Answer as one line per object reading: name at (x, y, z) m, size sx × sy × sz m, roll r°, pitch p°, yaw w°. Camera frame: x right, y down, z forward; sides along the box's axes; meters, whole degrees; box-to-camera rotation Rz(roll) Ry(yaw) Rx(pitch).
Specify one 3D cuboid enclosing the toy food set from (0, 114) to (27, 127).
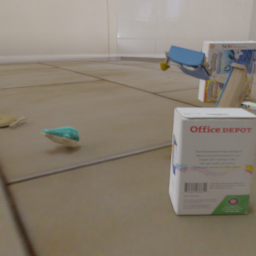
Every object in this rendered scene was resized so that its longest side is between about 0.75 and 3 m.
toy food set at (-4.536, -0.217, 10.106) m, size 1.465 × 0.294 × 1.011 m, roll 10°, pitch 27°, yaw 13°

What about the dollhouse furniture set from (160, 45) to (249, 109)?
dollhouse furniture set at (1.749, -0.956, 6.841) m, size 1.864 × 1.216 × 1.760 m, roll 24°, pitch 3°, yaw 27°

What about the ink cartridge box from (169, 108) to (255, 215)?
ink cartridge box at (1.493, 0.581, 5.097) m, size 1.324 × 1.822 × 0.797 m, roll 0°, pitch 18°, yaw -1°

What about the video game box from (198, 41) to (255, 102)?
video game box at (4.787, -2.710, 13.485) m, size 2.563 × 2.814 × 0.659 m, roll -3°, pitch 21°, yaw -8°

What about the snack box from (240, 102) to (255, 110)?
snack box at (5.510, -0.965, 12.428) m, size 0.507 × 0.162 × 0.872 m, roll -10°, pitch 21°, yaw -28°

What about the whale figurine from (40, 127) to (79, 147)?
whale figurine at (-1.856, 0.176, 7.788) m, size 1.059 × 0.550 × 0.843 m, roll 21°, pitch -10°, yaw -34°
